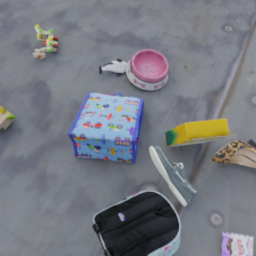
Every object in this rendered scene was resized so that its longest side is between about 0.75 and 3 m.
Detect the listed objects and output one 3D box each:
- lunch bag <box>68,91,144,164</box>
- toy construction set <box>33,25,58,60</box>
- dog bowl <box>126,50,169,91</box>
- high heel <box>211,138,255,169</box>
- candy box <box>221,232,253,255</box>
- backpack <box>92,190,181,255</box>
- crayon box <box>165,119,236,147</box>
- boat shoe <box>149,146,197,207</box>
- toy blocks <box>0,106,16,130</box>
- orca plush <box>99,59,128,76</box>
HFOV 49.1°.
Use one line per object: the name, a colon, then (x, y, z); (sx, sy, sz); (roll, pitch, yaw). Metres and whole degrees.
lunch bag: (-0.636, -0.360, 10.332); (2.217, 1.385, 2.945); (6, 50, 7)
toy construction set: (-3.748, -3.844, 12.639); (1.085, 0.762, 1.654); (10, 64, -22)
dog bowl: (0.855, -2.471, 11.669); (1.845, 0.680, 1.845); (4, 65, -8)
high heel: (4.032, 1.168, 9.310); (2.301, 0.822, 1.640); (-13, 47, -25)
candy box: (3.145, 3.439, 8.091); (0.301, 0.841, 0.706); (20, 69, -31)
backpack: (0.360, 2.932, 7.893); (2.211, 1.665, 1.963); (-28, 47, -10)
crayon box: (2.252, 0.178, 9.159); (1.433, 2.279, 0.588); (-6, 83, -12)
boat shoe: (1.428, 1.396, 8.769); (0.707, 0.833, 2.288); (-34, 105, -6)
toy blocks: (-5.113, -0.334, 10.595); (1.583, 0.791, 1.082); (31, 74, 21)
orca plush: (-0.608, -2.573, 12.162); (1.372, 0.488, 0.722); (-21, 105, -8)
